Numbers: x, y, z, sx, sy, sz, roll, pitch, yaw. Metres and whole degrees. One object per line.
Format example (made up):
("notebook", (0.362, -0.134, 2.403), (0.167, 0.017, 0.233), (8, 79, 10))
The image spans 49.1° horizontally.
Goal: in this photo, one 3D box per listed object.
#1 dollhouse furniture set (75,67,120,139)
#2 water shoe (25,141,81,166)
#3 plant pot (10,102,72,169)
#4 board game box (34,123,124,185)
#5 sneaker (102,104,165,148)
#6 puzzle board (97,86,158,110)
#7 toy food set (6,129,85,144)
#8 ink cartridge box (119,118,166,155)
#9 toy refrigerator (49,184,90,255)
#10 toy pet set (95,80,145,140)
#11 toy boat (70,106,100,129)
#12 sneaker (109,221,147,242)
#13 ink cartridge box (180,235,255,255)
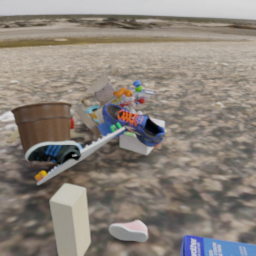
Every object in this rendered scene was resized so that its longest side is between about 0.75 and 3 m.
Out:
("dollhouse furniture set", (-0.778, -0.900, 11.628), (2.428, 2.071, 1.186), (-42, 59, -2))
("water shoe", (-1.591, 0.578, 6.058), (1.184, 0.423, 0.467), (-11, 47, -29))
("plant pot", (-2.923, 0.296, 9.998), (2.105, 2.084, 2.105), (-9, -3, -1))
("board game box", (-1.607, 0.832, 9.288), (2.480, 0.321, 2.480), (-37, -5, 40))
("sneaker", (0.274, -0.231, 10.406), (2.642, 1.036, 0.995), (25, 61, -12))
("puzzle board", (0.058, -1.168, 12.159), (1.868, 0.216, 2.479), (-31, -13, 29))
("toy food set", (-3.401, 0.652, 11.802), (2.938, 0.463, 1.868), (8, 27, 0))
("ink cartridge box", (0.729, 0.166, 12.223), (1.332, 0.766, 2.275), (14, 32, 24))
("toy refrigerator", (-1.389, 2.308, 6.769), (0.633, 1.810, 0.687), (8, 28, 18))
("toy pet set", (-0.161, -0.495, 11.156), (2.212, 1.258, 2.369), (-25, -15, 3))
("toy boat", (-1.939, -0.508, 13.404), (2.126, 0.988, 1.787), (-7, 33, -13))
("sneaker", (0.026, 2.709, 7.485), (1.025, 0.386, 0.536), (9, 14, 6))
("ink cartridge box", (1.850, 3.116, 4.914), (2.898, 1.977, 1.106), (5, 22, 12))
